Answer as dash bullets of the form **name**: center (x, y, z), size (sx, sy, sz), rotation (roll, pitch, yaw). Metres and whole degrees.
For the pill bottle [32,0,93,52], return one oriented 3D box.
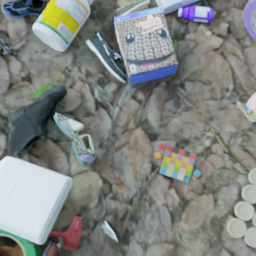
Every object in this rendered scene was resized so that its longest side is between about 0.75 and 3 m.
- **pill bottle**: center (-2.381, -4.383, 10.786), size (1.449, 1.449, 2.570), rotation (31, 82, 5)

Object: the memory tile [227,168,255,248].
- **memory tile**: center (4.926, 3.026, 10.127), size (2.063, 0.226, 2.691), rotation (27, 81, 4)

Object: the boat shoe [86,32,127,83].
- **boat shoe**: center (-0.701, -2.709, 10.598), size (0.721, 0.904, 2.390), rotation (-41, 74, 8)

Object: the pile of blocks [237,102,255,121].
- **pile of blocks**: center (4.382, -0.652, 10.344), size (0.369, 0.279, 0.899), rotation (-43, 82, 31)

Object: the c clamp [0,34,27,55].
- **c clamp**: center (-5.813, -3.780, 11.271), size (2.428, 0.385, 2.842), rotation (-45, 84, -1)

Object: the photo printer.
- **photo printer**: center (-3.640, 2.323, 9.534), size (2.797, 0.971, 2.327), rotation (18, 62, 10)

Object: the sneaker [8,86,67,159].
- **sneaker**: center (-3.288, -0.220, 10.398), size (2.918, 0.876, 1.522), rotation (-30, 81, 0)

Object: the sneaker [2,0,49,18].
- **sneaker**: center (-4.109, -4.900, 11.214), size (1.988, 0.774, 0.697), rotation (0, 81, 0)

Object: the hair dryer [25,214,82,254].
- **hair dryer**: center (-2.340, 3.719, 9.629), size (1.964, 0.534, 1.496), rotation (-36, 110, -9)

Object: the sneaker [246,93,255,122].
- **sneaker**: center (5.585, -1.260, 10.295), size (2.643, 1.382, 0.995), rotation (-35, 84, -5)

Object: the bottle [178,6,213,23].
- **bottle**: center (2.720, -4.609, 11.330), size (1.356, 0.443, 0.566), rotation (6, 74, 1)

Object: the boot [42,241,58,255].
- **boot**: center (-1.637, 5.077, 9.203), size (2.646, 0.906, 2.491), rotation (9, 94, 2)

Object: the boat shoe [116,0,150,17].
- **boat shoe**: center (0.185, -4.897, 11.347), size (1.450, 0.518, 0.433), rotation (-30, 87, -1)

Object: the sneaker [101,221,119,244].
- **sneaker**: center (-0.628, 3.752, 9.981), size (0.342, 0.319, 0.862), rotation (-39, 76, 3)

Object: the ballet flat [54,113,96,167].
- **ballet flat**: center (-1.847, 0.292, 10.277), size (0.814, 0.814, 2.262), rotation (-31, 86, -5)

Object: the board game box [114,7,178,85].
- **board game box**: center (0.652, -3.093, 10.712), size (1.868, 1.135, 2.343), rotation (-15, 81, -3)

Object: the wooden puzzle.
- **wooden puzzle**: center (1.846, 1.337, 10.460), size (1.877, 0.132, 1.113), rotation (18, 81, 3)

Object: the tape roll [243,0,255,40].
- **tape roll**: center (5.440, -4.091, 10.368), size (0.917, 2.158, 2.158), rotation (-43, 83, -8)

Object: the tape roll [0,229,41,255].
- **tape roll**: center (-4.351, 4.584, 9.656), size (2.534, 0.609, 2.534), rotation (0, 80, 0)

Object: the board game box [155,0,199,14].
- **board game box**: center (2.118, -6.431, 11.565), size (2.748, 0.596, 2.735), rotation (-23, 81, -4)
